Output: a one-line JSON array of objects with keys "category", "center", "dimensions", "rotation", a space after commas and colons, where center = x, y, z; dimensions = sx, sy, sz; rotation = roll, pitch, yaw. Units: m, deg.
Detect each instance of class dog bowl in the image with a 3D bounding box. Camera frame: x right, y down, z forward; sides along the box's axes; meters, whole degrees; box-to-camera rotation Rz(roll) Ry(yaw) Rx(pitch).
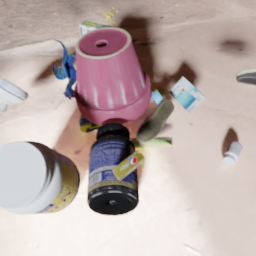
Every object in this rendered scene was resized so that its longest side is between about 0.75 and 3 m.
[{"category": "dog bowl", "center": [1.300, -0.945, 10.853], "dimensions": [0.301, 1.214, 0.677], "rotation": [-35, 46, 10]}]

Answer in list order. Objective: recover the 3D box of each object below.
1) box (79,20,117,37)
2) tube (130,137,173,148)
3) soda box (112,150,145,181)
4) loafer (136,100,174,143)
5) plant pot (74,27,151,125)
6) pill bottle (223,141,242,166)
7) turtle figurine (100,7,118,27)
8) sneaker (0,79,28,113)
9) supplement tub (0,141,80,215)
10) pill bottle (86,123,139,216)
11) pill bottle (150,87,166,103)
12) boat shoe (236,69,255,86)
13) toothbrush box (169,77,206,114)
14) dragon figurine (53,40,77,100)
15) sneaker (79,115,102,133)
[{"category": "box", "center": [-1.271, -3.042, 12.021], "dimensions": [1.525, 2.771, 0.481], "rotation": [15, 45, 7]}, {"category": "tube", "center": [0.846, 0.530, 10.127], "dimensions": [1.508, 0.391, 0.437], "rotation": [-4, 69, 8]}, {"category": "soda box", "center": [0.017, 1.022, 7.595], "dimensions": [0.910, 0.291, 0.308], "rotation": [-37, 68, -13]}, {"category": "loafer", "center": [0.962, -0.187, 10.034], "dimensions": [0.694, 0.626, 1.833], "rotation": [43, 81, -1]}, {"category": "plant pot", "center": [-0.678, -1.982, 10.195], "dimensions": [2.951, 2.641, 2.951], "rotation": [-4, 49, 4]}, {"category": "pill bottle", "center": [3.721, 0.915, 9.985], "dimensions": [0.480, 0.480, 0.848], "rotation": [24, 51, 21]}, {"category": "turtle figurine", "center": [-0.739, -4.769, 11.980], "dimensions": [0.807, 0.260, 0.651], "rotation": [39, 84, -9]}, {"category": "sneaker", "center": [-4.171, -0.968, 9.524], "dimensions": [2.772, 1.012, 0.981], "rotation": [3, 64, 58]}, {"category": "supplement tub", "center": [-2.480, 1.396, 7.607], "dimensions": [1.847, 2.540, 1.847], "rotation": [-2, 74, 6]}, {"category": "pill bottle", "center": [-0.487, 1.220, 8.949], "dimensions": [1.550, 1.550, 2.772], "rotation": [-1, 47, -1]}, {"category": "pill bottle", "center": [1.186, -1.398, 12.085], "dimensions": [0.906, 0.495, 0.495], "rotation": [-29, 53, -35]}, {"category": "boat shoe", "center": [4.541, -1.471, 9.029], "dimensions": [2.038, 0.733, 0.661], "rotation": [7, 80, 14]}, {"category": "toothbrush box", "center": [2.292, -1.277, 10.917], "dimensions": [0.861, 0.502, 1.176], "rotation": [-47, 51, 16]}, {"category": "dragon figurine", "center": [-2.490, -2.313, 11.143], "dimensions": [0.701, 2.382, 1.184], "rotation": [-3, 29, 39]}, {"category": "sneaker", "center": [-1.081, -0.404, 11.059], "dimensions": [1.826, 0.675, 0.751], "rotation": [-14, 55, -14]}]
